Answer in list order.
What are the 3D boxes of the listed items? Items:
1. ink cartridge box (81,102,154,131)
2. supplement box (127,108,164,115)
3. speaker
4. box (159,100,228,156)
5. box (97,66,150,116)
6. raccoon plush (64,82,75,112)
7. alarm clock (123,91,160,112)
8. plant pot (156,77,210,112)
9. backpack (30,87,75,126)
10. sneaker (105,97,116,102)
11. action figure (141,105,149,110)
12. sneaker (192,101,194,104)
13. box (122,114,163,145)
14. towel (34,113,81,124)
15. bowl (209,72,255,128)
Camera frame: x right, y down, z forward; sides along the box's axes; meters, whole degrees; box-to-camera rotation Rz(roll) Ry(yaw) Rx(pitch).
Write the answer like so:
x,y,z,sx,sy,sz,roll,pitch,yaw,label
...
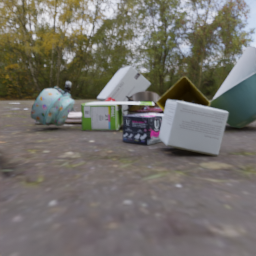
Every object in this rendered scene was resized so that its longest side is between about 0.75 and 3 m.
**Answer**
x,y,z,sx,sy,sz,roll,pitch,yaw,label
-0.349,-0.528,11.529,2.787,1.056,2.060,0,7,4,ink cartridge box
1.153,-0.403,11.786,1.340,0.749,2.461,5,9,32,supplement box
4.543,-1.860,11.395,1.091,2.686,1.091,31,9,-6,speaker
1.552,-0.041,6.952,1.259,1.084,1.265,11,6,-5,box
-0.366,-2.285,17.557,1.687,2.567,2.581,39,-6,-18,box
-2.953,-1.445,13.596,0.753,1.557,1.043,-2,15,-42,raccoon plush
1.150,-1.274,15.314,2.690,0.895,1.814,6,-26,-9,alarm clock
2.217,-0.873,10.917,1.468,1.467,1.294,-43,-16,12,plant pot
-2.976,-0.787,11.014,1.286,1.475,1.678,33,12,9,backpack
-1.138,-1.096,14.592,0.838,1.236,2.139,36,-4,-18,sneaker
1.120,-0.792,14.570,1.075,0.801,0.720,13,3,-33,action figure
2.792,-0.745,15.291,2.305,0.826,0.954,-14,-34,-9,sneaker
0.616,-0.013,8.506,0.940,0.816,1.423,6,9,37,box
-3.206,-0.492,13.927,2.398,0.405,2.511,-1,7,-6,towel
4.805,-1.078,11.309,2.990,1.564,2.990,-32,-6,-4,bowl
